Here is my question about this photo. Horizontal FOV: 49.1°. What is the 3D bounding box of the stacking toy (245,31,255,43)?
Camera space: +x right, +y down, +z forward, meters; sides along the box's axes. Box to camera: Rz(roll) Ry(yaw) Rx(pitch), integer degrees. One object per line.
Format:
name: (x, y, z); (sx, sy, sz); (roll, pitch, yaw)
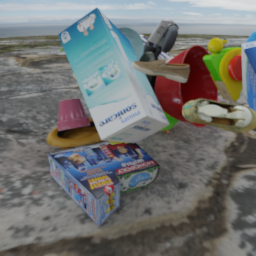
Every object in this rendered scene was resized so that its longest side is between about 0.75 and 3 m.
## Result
stacking toy: (4.144, -1.848, 7.790); (1.924, 1.056, 1.116); (21, 22, -22)

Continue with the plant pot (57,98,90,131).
plant pot: (-1.526, -0.370, 7.623); (0.881, 0.789, 0.881); (-10, 0, 0)

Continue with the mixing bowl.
mixing bowl: (1.597, -1.158, 8.280); (1.245, 2.299, 2.299); (0, 19, 41)

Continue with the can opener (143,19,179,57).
can opener: (0.897, -2.716, 10.162); (0.726, 2.723, 0.910); (16, 53, -20)

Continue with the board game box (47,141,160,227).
board game box: (-0.611, 1.365, 7.794); (2.705, 0.834, 2.703); (-10, 27, -22)

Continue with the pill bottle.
pill bottle: (0.667, -3.125, 12.197); (2.491, 1.442, 1.442); (39, 35, 9)

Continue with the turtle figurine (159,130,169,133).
turtle figurine: (1.071, -0.484, 11.924); (1.907, 0.762, 2.365); (3, 27, 12)

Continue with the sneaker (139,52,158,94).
sneaker: (1.010, -1.638, 9.260); (1.380, 2.408, 0.921); (-10, 59, -6)

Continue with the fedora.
fedora: (-1.600, 0.438, 9.709); (2.309, 0.942, 2.309); (-5, 25, 3)

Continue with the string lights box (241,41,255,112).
string lights box: (2.754, -0.695, 5.370); (0.706, 1.230, 2.394); (-8, 34, 14)

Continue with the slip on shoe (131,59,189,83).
slip on shoe: (0.689, -1.277, 5.889); (1.214, 0.368, 0.461); (16, 25, 4)

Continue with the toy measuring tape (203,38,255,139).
toy measuring tape: (2.913, -1.087, 7.208); (1.063, 2.890, 1.063); (-31, 19, 12)

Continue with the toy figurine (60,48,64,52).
toy figurine: (-1.616, -2.605, 9.478); (1.088, 1.001, 0.817); (-12, 43, 58)

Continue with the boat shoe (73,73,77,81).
boat shoe: (-0.954, -2.227, 10.853); (2.544, 0.824, 0.915); (4, 27, 14)

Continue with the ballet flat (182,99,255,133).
ballet flat: (1.455, -0.189, 4.175); (1.274, 0.450, 0.450); (8, 24, -8)

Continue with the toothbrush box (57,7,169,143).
toothbrush box: (-0.278, -1.172, 7.269); (1.253, 2.938, 2.151); (-29, -13, 16)

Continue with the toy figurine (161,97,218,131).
toy figurine: (2.418, -0.963, 11.611); (2.692, 2.196, 2.925); (6, 12, -28)

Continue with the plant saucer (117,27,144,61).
plant saucer: (-0.162, -2.829, 9.967); (1.420, 1.420, 0.273); (-3, 15, -7)
